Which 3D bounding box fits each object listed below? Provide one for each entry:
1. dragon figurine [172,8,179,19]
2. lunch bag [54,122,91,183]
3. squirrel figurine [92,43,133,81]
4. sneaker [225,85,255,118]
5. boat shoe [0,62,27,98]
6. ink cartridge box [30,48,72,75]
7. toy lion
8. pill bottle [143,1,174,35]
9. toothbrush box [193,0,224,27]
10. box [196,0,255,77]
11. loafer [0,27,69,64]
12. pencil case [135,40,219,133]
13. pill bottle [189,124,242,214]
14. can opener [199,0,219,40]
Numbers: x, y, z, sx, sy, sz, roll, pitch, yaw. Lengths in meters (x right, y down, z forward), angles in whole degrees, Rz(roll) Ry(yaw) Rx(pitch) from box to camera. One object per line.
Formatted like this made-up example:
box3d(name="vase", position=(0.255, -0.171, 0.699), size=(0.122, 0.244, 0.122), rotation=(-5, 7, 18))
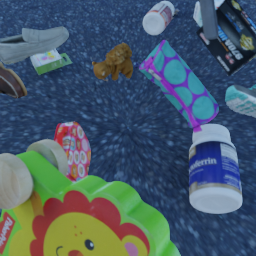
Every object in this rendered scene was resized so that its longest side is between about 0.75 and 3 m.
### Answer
box3d(name="dragon figurine", position=(1.739, -5.086, 12.399), size=(1.041, 0.306, 0.518), rotation=(2, 53, 1))
box3d(name="lunch bag", position=(-1.192, 0.528, 5.722), size=(0.518, 1.114, 1.264), rotation=(-7, 52, 12))
box3d(name="squirrel figurine", position=(-0.417, -1.716, 7.298), size=(0.998, 1.069, 0.757), rotation=(-21, 67, -29))
box3d(name="sneaker", position=(2.973, -0.715, 6.458), size=(1.848, 0.717, 0.843), rotation=(17, 73, -27))
box3d(name="boat shoe", position=(-3.440, -1.253, 7.501), size=(0.716, 0.717, 2.037), rotation=(-32, 45, -30))
box3d(name="ink cartridge box", position=(-2.846, -2.528, 10.388), size=(1.325, 0.393, 0.688), rotation=(-25, 57, -18))
box3d(name="toy lion", position=(-0.709, 1.473, 3.122), size=(2.348, 2.449, 0.841), rotation=(37, 25, 17))
box3d(name="pill bottle", position=(0.976, -3.434, 8.666), size=(0.683, 0.683, 1.247), rotation=(19, 47, 14))
box3d(name="toothbrush box", position=(3.701, -4.584, 11.740), size=(1.279, 0.745, 1.747), rotation=(-11, 52, -8))
box3d(name="box", position=(2.983, -2.616, 8.148), size=(0.400, 1.382, 1.738), rotation=(-26, 79, -36))
box3d(name="loafer", position=(-2.899, -2.612, 8.393), size=(2.224, 0.776, 0.778), rotation=(-21, 44, -1))
box3d(name="pencil case", position=(1.116, -0.899, 6.184), size=(2.004, 0.853, 0.926), rotation=(45, 51, -16))
box3d(name="pill bottle", position=(2.180, 0.990, 7.187), size=(1.209, 1.209, 2.090), rotation=(6, 52, 4))
box3d(name="can opener", position=(2.168, -3.318, 7.138), size=(0.667, 1.996, 0.532), rotation=(-5, 12, 31))
